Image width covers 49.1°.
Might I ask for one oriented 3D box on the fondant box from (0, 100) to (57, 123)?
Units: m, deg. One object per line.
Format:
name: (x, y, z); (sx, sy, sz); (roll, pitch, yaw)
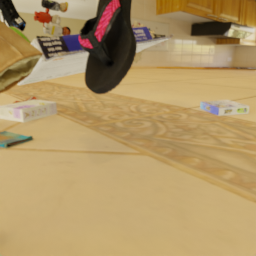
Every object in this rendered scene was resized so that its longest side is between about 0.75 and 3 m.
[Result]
fondant box: (-3.671, -0.660, 10.380); (1.212, 0.489, 1.680); (8, 18, 27)

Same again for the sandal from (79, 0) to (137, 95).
sandal: (-0.379, -1.570, 4.199); (0.948, 2.525, 0.569); (-22, -37, 34)

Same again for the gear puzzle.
gear puzzle: (0.167, -2.774, 9.940); (0.963, 1.859, 0.243); (32, 5, 14)

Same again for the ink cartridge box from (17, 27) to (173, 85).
ink cartridge box: (-0.883, -1.686, 6.174); (2.721, 0.553, 2.726); (-20, 9, -34)

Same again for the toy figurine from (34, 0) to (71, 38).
toy figurine: (-2.290, -3.177, 8.604); (0.871, 1.251, 1.232); (-2, -10, -35)

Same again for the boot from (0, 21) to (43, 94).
boot: (-2.022, -1.596, 4.223); (1.967, 0.650, 1.723); (40, 67, 11)

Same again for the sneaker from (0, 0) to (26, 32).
sneaker: (-3.706, -3.721, 8.959); (0.917, 1.639, 0.599); (38, 66, 13)

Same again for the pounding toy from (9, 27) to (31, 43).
pounding toy: (-3.235, -1.969, 7.759); (0.801, 1.333, 1.727); (-44, 31, -27)

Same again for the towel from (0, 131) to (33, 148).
towel: (-3.331, 0.290, 7.570); (1.240, 0.135, 0.909); (9, 17, 29)

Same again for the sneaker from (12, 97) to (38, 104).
sneaker: (-4.286, -0.902, 11.572); (1.259, 0.485, 0.459); (-11, 55, 3)

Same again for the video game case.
video game case: (3.829, -0.822, 11.262); (1.320, 0.331, 1.456); (-4, 16, -13)
